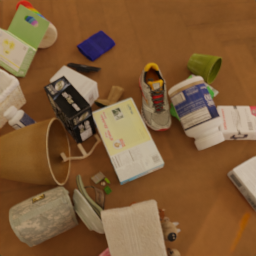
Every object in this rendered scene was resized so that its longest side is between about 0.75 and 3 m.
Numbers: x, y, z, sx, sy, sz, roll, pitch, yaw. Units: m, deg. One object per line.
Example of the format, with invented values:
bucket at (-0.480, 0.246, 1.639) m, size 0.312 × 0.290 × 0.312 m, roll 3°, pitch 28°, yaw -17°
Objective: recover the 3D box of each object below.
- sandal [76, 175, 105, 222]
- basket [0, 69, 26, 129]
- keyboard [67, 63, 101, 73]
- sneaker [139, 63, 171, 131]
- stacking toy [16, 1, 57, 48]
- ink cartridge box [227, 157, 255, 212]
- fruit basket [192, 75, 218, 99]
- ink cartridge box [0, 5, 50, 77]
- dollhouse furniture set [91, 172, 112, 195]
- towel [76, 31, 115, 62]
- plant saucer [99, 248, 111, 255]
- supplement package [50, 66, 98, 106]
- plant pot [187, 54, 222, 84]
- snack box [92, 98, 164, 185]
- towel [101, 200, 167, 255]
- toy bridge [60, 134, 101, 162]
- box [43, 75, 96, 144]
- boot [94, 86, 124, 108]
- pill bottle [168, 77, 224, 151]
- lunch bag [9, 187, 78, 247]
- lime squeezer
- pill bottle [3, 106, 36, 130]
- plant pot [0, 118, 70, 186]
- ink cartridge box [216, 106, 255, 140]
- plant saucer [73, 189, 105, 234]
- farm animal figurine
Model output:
sandal at (-0.960, 2.465, 9.217) m, size 0.655 × 0.911 × 2.296 m, roll -38°, pitch 79°, yaw -15°
basket at (-5.289, -1.212, 10.810) m, size 1.872 × 1.505 × 1.855 m, roll 30°, pitch 66°, yaw 16°
keyboard at (-1.966, -2.532, 12.124) m, size 1.458 × 0.289 × 0.759 m, roll 11°, pitch 23°, yaw 10°
sneaker at (0.992, -1.222, 10.954) m, size 1.118 × 1.180 × 2.871 m, roll -11°, pitch 70°, yaw -6°
stacking toy at (-4.447, -5.037, 13.167) m, size 1.249 × 1.249 × 2.927 m, roll -28°, pitch 59°, yaw -14°
ink cartridge box at (4.719, 1.838, 9.897) m, size 1.989 × 0.499 × 1.613 m, roll -19°, pitch 62°, yaw -30°
fruit basket at (2.755, -1.427, 11.477) m, size 1.266 × 0.641 × 1.367 m, roll -42°, pitch 61°, yaw -16°
ink cartridge box at (-4.695, -3.754, 11.903) m, size 1.901 × 0.626 × 2.612 m, roll 34°, pitch 104°, yaw 15°
dollhouse furniture set at (-0.898, 1.957, 9.890) m, size 0.418 × 0.323 × 0.835 m, roll -39°, pitch 47°, yaw -14°
towel at (-1.455, -3.735, 12.847) m, size 1.502 × 0.372 × 1.109 m, roll -41°, pitch 76°, yaw -19°
plant saucer at (-0.794, 3.895, 8.000) m, size 1.422 × 1.422 × 0.361 m, roll -36°, pitch 72°, yaw -18°
supplement package at (-2.152, -1.579, 11.316) m, size 1.650 × 0.964 × 0.968 m, roll 29°, pitch 65°, yaw 14°
plant pot at (3.170, -2.610, 11.870) m, size 1.135 × 1.179 × 1.179 m, roll 31°, pitch 66°, yaw 28°
snack box at (-0.074, 0.425, 10.364) m, size 1.688 × 0.539 × 2.905 m, roll -21°, pitch 68°, yaw -9°
towel at (0.221, 3.012, 7.397) m, size 1.492 × 0.388 × 2.251 m, roll -12°, pitch 106°, yaw -4°
toy bridge at (-1.711, 0.850, 10.399) m, size 1.625 × 0.221 × 0.546 m, roll -30°, pitch 75°, yaw -19°
box at (-2.053, -0.588, 10.179) m, size 0.868 × 2.017 × 1.651 m, roll -36°, pitch 67°, yaw -18°
boot at (-0.785, -1.282, 11.535) m, size 0.949 × 0.359 × 1.084 m, roll 20°, pitch 62°, yaw 5°
pill bottle at (2.548, -0.500, 10.258) m, size 1.367 × 1.367 × 2.463 m, roll -21°, pitch 83°, yaw -11°
lunch bag at (-2.485, 2.589, 8.363) m, size 1.675 × 2.043 × 1.201 m, roll -21°, pitch 66°, yaw -18°
lime squeezer at (2.098, -0.947, 11.107) m, size 0.871 × 0.465 × 2.467 m, roll -3°, pitch 74°, yaw 23°
pill bottle at (-3.953, -0.218, 10.370) m, size 0.683 × 1.231 × 0.683 m, roll -27°, pitch 36°, yaw 22°
plant pot at (-3.439, 0.903, 9.443) m, size 2.404 × 2.241 × 2.241 m, roll -6°, pitch 62°, yaw 6°
ink cartridge box at (4.188, -0.182, 10.723) m, size 1.606 × 0.677 × 1.163 m, roll 0°, pitch 62°, yaw 0°
plant saucer at (-1.265, 2.672, 8.624) m, size 0.423 × 1.685 × 1.685 m, roll -36°, pitch 68°, yaw -17°
farm animal figurine at (0.940, 3.498, 7.945) m, size 1.429 × 2.295 × 2.842 m, roll -12°, pitch 59°, yaw -26°
